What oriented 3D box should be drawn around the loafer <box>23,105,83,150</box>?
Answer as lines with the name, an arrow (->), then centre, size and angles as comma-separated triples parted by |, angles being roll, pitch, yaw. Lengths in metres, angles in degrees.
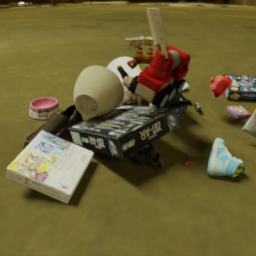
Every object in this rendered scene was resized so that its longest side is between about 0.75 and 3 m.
loafer -> -2.494, -0.052, 9.328 | 0.967, 0.945, 2.650 | 13, 32, 21

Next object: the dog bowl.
dog bowl -> -3.306, -0.798, 11.106 | 1.269, 0.468, 1.269 | -1, 30, 0

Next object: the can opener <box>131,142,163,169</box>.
can opener -> 0.256, 0.549, 8.620 | 0.713, 0.885, 2.250 | -28, 29, -14

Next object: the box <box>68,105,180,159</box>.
box -> -0.215, -0.025, 8.638 | 2.255, 0.613, 2.815 | -27, 21, -33

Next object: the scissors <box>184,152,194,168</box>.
scissors -> 1.852, 0.956, 8.504 | 0.284, 0.054, 0.775 | 4, 29, 11

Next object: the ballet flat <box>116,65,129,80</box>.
ballet flat -> -0.148, -1.923, 9.977 | 0.192, 0.829, 0.279 | 31, 79, 36

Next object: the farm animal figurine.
farm animal figurine -> 0.147, -1.396, 9.779 | 2.580, 2.083, 1.297 | -26, 39, 38

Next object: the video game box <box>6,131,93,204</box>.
video game box -> -2.024, 0.982, 7.581 | 1.682, 0.432, 1.846 | 25, 32, -1

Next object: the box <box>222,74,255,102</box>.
box -> 5.484, -1.838, 12.853 | 2.094, 0.524, 2.110 | 3, 30, 7

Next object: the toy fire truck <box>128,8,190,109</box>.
toy fire truck -> 0.979, -1.979, 7.755 | 1.423, 2.212, 1.947 | 33, 38, 16

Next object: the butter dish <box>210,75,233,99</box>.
butter dish -> 3.260, -1.600, 10.184 | 0.631, 0.854, 0.851 | 33, 22, -10

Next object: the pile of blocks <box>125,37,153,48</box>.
pile of blocks -> 0.383, -2.773, 9.124 | 0.956, 0.297, 0.393 | -1, 32, 0

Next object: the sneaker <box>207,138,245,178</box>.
sneaker -> 2.876, 0.894, 8.091 | 0.968, 0.590, 1.483 | 10, 41, 21

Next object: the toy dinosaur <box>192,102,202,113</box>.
toy dinosaur -> 2.802, -0.855, 11.277 | 0.298, 0.396, 0.775 | 0, 31, 0

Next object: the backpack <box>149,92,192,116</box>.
backpack -> 1.439, -0.911, 10.466 | 1.289, 1.042, 1.353 | -17, 54, -32

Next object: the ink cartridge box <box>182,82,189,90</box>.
ink cartridge box -> 2.182, -2.069, 13.040 | 1.061, 0.237, 0.935 | -31, 84, -30

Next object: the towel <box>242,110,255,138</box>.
towel -> 4.385, -0.153, 8.801 | 1.117, 1.160, 0.200 | 28, 20, 1

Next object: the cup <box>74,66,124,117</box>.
cup -> -1.096, -1.001, 8.976 | 1.643, 1.643, 1.175 | 9, 38, 16

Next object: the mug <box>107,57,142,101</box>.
mug -> 0.219, -1.976, 12.009 | 2.090, 1.674, 1.716 | -19, 43, -13

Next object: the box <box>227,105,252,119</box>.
box -> 4.402, -0.635, 11.116 | 0.585, 0.167, 0.855 | -7, 31, -11
